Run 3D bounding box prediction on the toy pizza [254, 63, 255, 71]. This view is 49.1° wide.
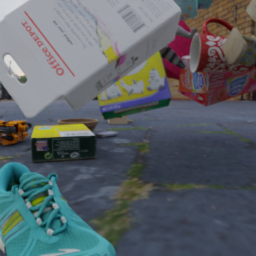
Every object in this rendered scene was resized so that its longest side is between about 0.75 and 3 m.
[{"bbox_3d":[4.035,-2.351,8.064,0.449,2.834,2.834,5,10,34],"label":"toy pizza"}]

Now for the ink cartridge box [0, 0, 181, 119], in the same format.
[{"bbox_3d":[-0.756,-1.442,4.576,2.783,1.621,0.939,-36,-9,-6],"label":"ink cartridge box"}]

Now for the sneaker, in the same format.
[{"bbox_3d":[-0.983,0.963,2.998,0.896,0.921,2.312,-7,11,-41],"label":"sneaker"}]

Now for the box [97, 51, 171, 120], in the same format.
[{"bbox_3d":[-0.094,-1.706,6.565,1.623,2.765,0.669,-13,-16,-1],"label":"box"}]

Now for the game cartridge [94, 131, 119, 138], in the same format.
[{"bbox_3d":[-0.837,0.263,10.950,0.835,0.160,0.541,-8,15,-45],"label":"game cartridge"}]

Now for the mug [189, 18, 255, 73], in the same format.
[{"bbox_3d":[2.522,-2.078,7.364,1.528,1.356,1.020,3,33,-2],"label":"mug"}]

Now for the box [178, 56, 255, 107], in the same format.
[{"bbox_3d":[3.083,-1.770,9.155,2.660,1.270,1.326,-19,36,-26],"label":"box"}]

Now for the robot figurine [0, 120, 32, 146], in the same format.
[{"bbox_3d":[-4.661,0.137,9.565,2.621,0.763,1.900,0,8,6],"label":"robot figurine"}]

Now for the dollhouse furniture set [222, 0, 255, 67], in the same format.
[{"bbox_3d":[3.697,-1.799,5.096,2.532,2.888,1.919,20,36,-9],"label":"dollhouse furniture set"}]

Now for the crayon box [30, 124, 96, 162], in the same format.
[{"bbox_3d":[-1.951,0.354,8.308,1.652,0.661,2.602,-2,9,-15],"label":"crayon box"}]

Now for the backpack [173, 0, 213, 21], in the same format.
[{"bbox_3d":[0.978,-2.595,5.069,1.069,1.261,1.420,-2,27,15],"label":"backpack"}]

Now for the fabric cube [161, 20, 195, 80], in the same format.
[{"bbox_3d":[1.063,-2.888,9.976,1.791,1.826,1.820,18,1,35],"label":"fabric cube"}]

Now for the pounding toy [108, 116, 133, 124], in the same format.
[{"bbox_3d":[-0.409,-0.651,15.394,1.394,0.726,1.587,-1,8,-8],"label":"pounding toy"}]

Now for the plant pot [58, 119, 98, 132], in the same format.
[{"bbox_3d":[-1.867,0.044,10.515,1.483,0.685,1.483,-1,8,0],"label":"plant pot"}]

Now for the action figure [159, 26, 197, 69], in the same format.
[{"bbox_3d":[0.191,-2.263,7.957,2.689,2.779,1.454,40,18,27],"label":"action figure"}]
